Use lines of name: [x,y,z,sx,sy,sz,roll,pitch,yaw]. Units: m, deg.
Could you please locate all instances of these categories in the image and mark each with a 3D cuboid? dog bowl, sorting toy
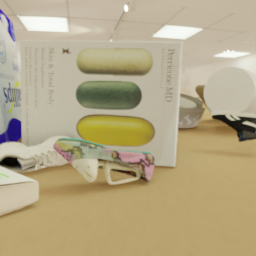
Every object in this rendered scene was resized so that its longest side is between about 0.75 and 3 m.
dog bowl: [1.297,-0.671,9.068,2.393,0.702,2.393,10,19,-3]
sorting toy: [3.813,-0.834,10.194,2.486,0.333,1.852,8,-32,47]

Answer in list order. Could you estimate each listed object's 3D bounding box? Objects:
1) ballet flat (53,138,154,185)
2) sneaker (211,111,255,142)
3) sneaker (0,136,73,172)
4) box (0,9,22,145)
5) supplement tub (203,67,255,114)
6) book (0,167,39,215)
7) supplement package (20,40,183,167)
ballet flat: [-0.263,0.436,3.336,1.273,0.453,0.440,12,-26,-19]
sneaker: [1.981,-0.016,5.201,0.956,0.535,0.349,8,-4,35]
sneaker: [-1.296,0.443,4.043,1.280,0.477,0.558,-9,17,-9]
box: [-3.003,-0.979,5.532,1.414,2.694,2.478,-7,9,-10]
supplement tub: [3.181,-0.871,8.239,1.555,1.555,2.145,5,-2,32]
book: [-1.788,0.618,2.959,1.555,0.374,1.039,4,6,44]
supplement package: [-0.335,-0.502,5.081,2.476,1.879,1.866,3,8,9]
